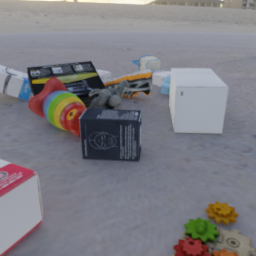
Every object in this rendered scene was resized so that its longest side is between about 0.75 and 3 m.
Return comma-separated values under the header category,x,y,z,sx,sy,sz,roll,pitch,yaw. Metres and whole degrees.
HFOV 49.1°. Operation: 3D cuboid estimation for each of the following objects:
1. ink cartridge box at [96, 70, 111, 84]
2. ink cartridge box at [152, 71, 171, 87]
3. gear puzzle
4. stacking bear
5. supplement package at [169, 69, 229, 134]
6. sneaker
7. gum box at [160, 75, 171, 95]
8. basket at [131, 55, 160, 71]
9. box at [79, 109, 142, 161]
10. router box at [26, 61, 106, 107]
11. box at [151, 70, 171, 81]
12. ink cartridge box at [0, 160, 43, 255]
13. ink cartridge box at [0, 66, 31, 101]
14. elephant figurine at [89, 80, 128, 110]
category,x,y,z,sx,sy,sz,roll,pitch,yaw
ink cartridge box,-1.955,-2.257,13.189,1.924,0.805,1.396,17,31,33
ink cartridge box,2.018,-2.437,13.944,1.354,0.580,1.000,-14,27,-26
gear puzzle,1.389,1.820,4.410,1.176,0.297,2.271,12,26,26
stacking bear,-1.832,-0.462,8.598,2.200,1.251,1.336,31,77,39
supplement package,2.217,-1.008,9.420,1.514,1.519,2.589,2,23,5
sneaker,-0.073,-1.736,11.942,2.607,1.007,1.020,-4,21,43
gum box,2.442,-1.788,12.293,1.795,0.400,1.525,12,31,13
basket,1.071,-3.740,16.372,1.313,1.035,1.489,-11,34,-27
box,-0.416,0.168,7.214,1.501,1.114,0.804,3,23,5
router box,-2.404,-1.639,10.899,2.666,0.696,2.096,-11,49,-20
box,1.743,-2.862,15.261,1.704,0.321,1.163,-1,23,-2
ink cartridge box,-3.085,1.269,4.615,2.669,1.143,1.970,10,25,27
ink cartridge box,-5.064,-1.964,11.535,1.974,0.848,1.446,18,15,-35
elephant figurine,-0.721,-0.939,9.766,1.392,1.269,1.794,10,28,-10
